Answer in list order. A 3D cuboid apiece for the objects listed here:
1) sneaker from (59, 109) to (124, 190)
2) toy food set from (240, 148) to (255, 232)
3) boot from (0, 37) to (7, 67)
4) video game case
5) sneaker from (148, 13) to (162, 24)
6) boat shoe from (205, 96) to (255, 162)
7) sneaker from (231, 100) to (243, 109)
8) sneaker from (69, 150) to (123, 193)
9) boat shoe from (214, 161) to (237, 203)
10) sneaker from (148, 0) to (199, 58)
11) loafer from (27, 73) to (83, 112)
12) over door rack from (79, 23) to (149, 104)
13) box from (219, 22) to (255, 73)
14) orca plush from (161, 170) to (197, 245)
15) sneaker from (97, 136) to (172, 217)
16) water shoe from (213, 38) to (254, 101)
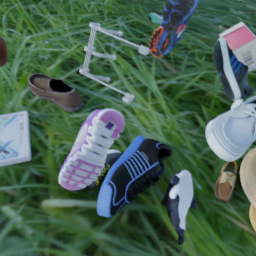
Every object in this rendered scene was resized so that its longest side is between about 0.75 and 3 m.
[{"bbox_3d":[-0.761,0.355,5.348,1.723,0.693,0.762,-58,34,1],"label":"sneaker"},{"bbox_3d":[4.269,1.537,6.915,2.922,0.718,2.952,-2,45,-2],"label":"toy food set"},{"bbox_3d":[-2.763,-1.500,5.622,0.579,1.591,1.690,-10,51,-19],"label":"boot"},{"bbox_3d":[-4.111,0.394,8.391,2.217,0.244,2.021,-12,46,-12],"label":"video game case"},{"bbox_3d":[1.596,-5.547,14.295,1.170,0.435,0.512,30,41,13],"label":"sneaker"},{"bbox_3d":[2.658,-0.177,6.353,0.963,0.983,2.759,49,41,11],"label":"boat shoe"},{"bbox_3d":[3.736,-0.652,9.422,0.452,0.385,1.022,28,57,10],"label":"sneaker"},{"bbox_3d":[-0.862,1.187,7.417,1.743,0.649,0.737,-22,55,-9],"label":"sneaker"},{"bbox_3d":[2.569,1.333,7.300,0.471,0.459,1.244,15,47,15],"label":"boat shoe"},{"bbox_3d":[0.901,-2.037,5.449,0.533,1.416,0.555,41,25,16],"label":"sneaker"},{"bbox_3d":[-2.566,-1.450,9.790,2.470,0.877,0.902,26,50,23],"label":"loafer"},{"bbox_3d":[-0.371,-1.812,7.727,2.059,1.521,0.686,34,33,26],"label":"over door rack"},{"bbox_3d":[3.085,-2.159,7.608,0.698,0.820,1.282,-26,32,20],"label":"box"},{"bbox_3d":[1.153,1.877,6.832,1.003,0.678,1.906,34,41,-30],"label":"orca plush"},{"bbox_3d":[0.243,1.201,7.095,1.042,0.938,2.674,14,45,24],"label":"sneaker"},{"bbox_3d":[2.358,-1.329,6.293,0.577,0.522,1.461,-12,83,-6],"label":"water shoe"}]
